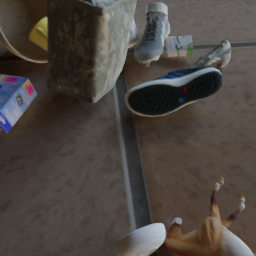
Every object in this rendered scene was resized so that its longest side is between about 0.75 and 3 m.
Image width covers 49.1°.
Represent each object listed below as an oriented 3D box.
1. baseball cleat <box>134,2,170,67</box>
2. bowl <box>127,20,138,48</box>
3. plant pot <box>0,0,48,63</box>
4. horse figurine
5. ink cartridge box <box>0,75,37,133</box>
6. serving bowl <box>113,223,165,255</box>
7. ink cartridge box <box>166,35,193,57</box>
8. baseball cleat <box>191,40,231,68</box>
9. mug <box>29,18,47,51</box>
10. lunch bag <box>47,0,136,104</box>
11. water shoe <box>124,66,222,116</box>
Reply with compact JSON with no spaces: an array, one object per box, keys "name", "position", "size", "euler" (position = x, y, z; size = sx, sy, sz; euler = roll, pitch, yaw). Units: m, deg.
[{"name":"baseball cleat","position":[0.753,-3.296,9.422],"size":[0.983,1.500,2.818],"euler":[0,39,18]},{"name":"bowl","position":[-0.561,-3.362,9.268],"size":[1.702,1.705,0.636],"euler":[-21,15,-6]},{"name":"plant pot","position":[-3.345,-3.605,9.125],"size":[1.866,2.780,2.780],"euler":[16,45,39]},{"name":"horse figurine","position":[1.942,1.995,4.736],"size":[2.442,0.610,1.619],"euler":[34,66,22]},{"name":"ink cartridge box","position":[-3.293,-0.553,7.102],"size":[1.152,0.645,1.689],"euler":[9,55,23]},{"name":"serving bowl","position":[0.232,1.938,4.634],"size":[0.933,0.933,0.307],"euler":[-17,55,-16]},{"name":"ink cartridge box","position":[1.725,-2.758,9.447],"size":[0.820,0.346,0.599],"euler":[-3,70,4]},{"name":"baseball cleat","position":[2.711,-2.101,8.874],"size":[1.506,0.801,0.525],"euler":[-38,29,-3]},{"name":"mug","position":[-2.600,-2.857,9.090],"size":[0.950,0.926,1.157],"euler":[41,38,-9]},{"name":"lunch bag","position":[-0.828,-2.442,7.608],"size":[1.703,2.376,2.897],"euler":[20,35,13]},{"name":"water shoe","position":[1.179,-1.025,7.654],"size":[2.648,0.947,1.045],"euler":[-13,24,-4]}]
